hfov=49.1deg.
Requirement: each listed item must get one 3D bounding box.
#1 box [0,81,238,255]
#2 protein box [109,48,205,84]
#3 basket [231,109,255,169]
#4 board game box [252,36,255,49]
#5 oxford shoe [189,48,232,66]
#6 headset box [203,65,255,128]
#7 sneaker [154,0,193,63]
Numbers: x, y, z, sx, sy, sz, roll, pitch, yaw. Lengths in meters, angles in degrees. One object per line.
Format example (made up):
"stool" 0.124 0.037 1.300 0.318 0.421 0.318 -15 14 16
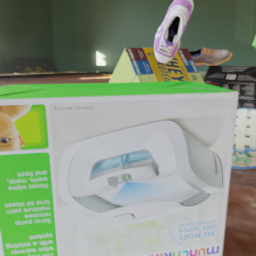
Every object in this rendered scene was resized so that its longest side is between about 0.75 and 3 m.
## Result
"box" -0.227 0.661 3.796 2.786 2.458 1.347 -2 15 -10
"protein box" 0.908 -1.510 10.830 2.684 1.811 2.665 -8 -24 -26
"basket" 2.698 0.318 7.386 1.923 1.517 2.181 5 -12 25
"board game box" 3.122 -1.702 5.140 2.140 1.440 0.312 20 -1 -39
"oxford shoe" 3.612 -3.256 12.641 1.969 0.702 0.718 -2 -24 30
"headset box" 4.036 -1.076 10.854 1.910 2.570 0.964 9 50 28
"sneaker" 1.006 -2.259 7.235 0.718 1.980 1.129 19 55 3
